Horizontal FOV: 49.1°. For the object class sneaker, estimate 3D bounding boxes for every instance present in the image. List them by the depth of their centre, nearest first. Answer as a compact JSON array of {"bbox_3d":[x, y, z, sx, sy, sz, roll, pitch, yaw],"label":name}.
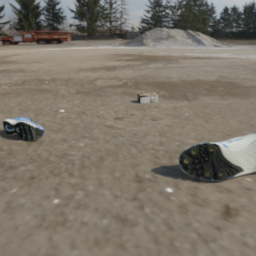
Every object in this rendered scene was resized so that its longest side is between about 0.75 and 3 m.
[{"bbox_3d":[2.747,0.793,7.540,2.940,1.057,1.066,-8,-8,-7],"label":"sneaker"},{"bbox_3d":[-3.601,-0.062,9.968,1.879,0.738,0.838,13,27,32],"label":"sneaker"}]

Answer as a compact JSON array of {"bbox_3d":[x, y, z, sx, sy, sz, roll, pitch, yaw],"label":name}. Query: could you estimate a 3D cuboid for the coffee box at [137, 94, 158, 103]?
[{"bbox_3d":[1.003,-1.527,14.443,0.944,0.377,0.534,-5,21,-14],"label":"coffee box"}]
